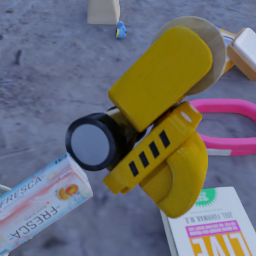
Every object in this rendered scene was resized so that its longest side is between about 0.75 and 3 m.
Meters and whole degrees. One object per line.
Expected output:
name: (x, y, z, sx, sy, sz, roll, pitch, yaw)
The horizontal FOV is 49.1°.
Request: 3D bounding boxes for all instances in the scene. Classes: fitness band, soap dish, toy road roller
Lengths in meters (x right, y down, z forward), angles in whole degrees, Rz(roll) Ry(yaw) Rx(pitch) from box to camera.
fitness band: (2.772, -0.104, 8.100, 2.707, 0.507, 1.944, 0, 47, -1)
soap dish: (4.281, -2.553, 9.818, 1.672, 0.679, 1.315, 45, 60, -1)
toy road roller: (0.645, 0.000, 4.109, 1.960, 2.685, 1.650, 46, 23, 5)

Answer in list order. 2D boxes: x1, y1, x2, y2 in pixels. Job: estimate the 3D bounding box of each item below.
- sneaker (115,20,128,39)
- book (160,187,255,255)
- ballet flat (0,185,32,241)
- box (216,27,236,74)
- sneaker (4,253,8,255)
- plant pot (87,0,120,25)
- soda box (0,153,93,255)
sneaker: (-0.263, -4.170, 11.962, 0.469, 0.394, 1.195, 11, 46, -10)
book: (1.809, 2.526, 5.678, 1.787, 0.643, 2.675, -5, 45, -8)
ballet flat: (-2.731, 1.731, 6.248, 1.905, 0.641, 0.670, 26, 73, 23)
box: (3.188, -2.810, 10.546, 1.690, 0.589, 2.839, 36, 55, 28)
sneaker: (-3.439, 2.394, 5.738, 2.488, 0.959, 1.019, 36, 87, 25)
plant pot: (-1.115, -5.599, 12.666, 1.387, 1.228, 1.386, 4, 47, 2)
soda box: (-1.089, 0.879, 3.144, 1.337, 0.425, 0.457, -33, 32, -2)
